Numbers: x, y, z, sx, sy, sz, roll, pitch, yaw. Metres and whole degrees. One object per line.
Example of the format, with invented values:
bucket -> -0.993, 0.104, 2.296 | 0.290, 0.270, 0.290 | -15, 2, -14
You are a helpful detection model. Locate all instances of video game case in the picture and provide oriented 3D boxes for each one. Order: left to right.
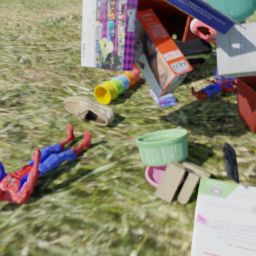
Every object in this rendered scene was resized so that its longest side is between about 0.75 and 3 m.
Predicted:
video game case -> -0.451, -2.177, 5.899 | 0.334, 1.865, 1.690 | -6, 16, -37

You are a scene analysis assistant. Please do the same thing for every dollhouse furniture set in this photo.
dollhouse furniture set -> 1.245, 1.236, 6.256 | 0.911, 0.781, 0.958 | 25, 11, 14

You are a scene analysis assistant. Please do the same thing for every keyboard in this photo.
keyboard -> 1.897, 0.587, 5.106 | 0.435, 0.166, 0.836 | 33, 40, -17

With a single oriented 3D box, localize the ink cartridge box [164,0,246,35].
ink cartridge box -> 1.270, -2.551, 5.772 | 1.795, 0.427, 1.816 | 19, 32, -24

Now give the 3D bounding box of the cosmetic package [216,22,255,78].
cosmetic package -> 3.449, -1.781, 6.176 | 2.659, 1.199, 1.420 | -4, 4, 31

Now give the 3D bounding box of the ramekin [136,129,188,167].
ramekin -> 0.840, 0.471, 6.716 | 1.236, 0.604, 1.236 | -10, 9, 2

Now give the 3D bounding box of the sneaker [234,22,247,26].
sneaker -> 6.369, -5.576, 15.693 | 2.691, 1.115, 0.954 | 11, 31, 14

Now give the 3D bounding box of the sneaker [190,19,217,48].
sneaker -> 2.456, -2.545, 7.896 | 1.564, 0.576, 0.678 | 25, 32, 1

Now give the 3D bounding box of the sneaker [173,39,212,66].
sneaker -> 1.614, -2.145, 8.597 | 2.085, 0.863, 0.748 | -5, 57, -13

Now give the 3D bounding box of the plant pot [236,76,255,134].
plant pot -> 4.032, -0.645, 8.132 | 1.463, 1.291, 1.465 | -5, 33, -8

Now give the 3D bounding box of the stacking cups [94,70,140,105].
stacking cups -> -0.254, -1.554, 10.162 | 0.694, 0.694, 2.294 | 20, 35, 27

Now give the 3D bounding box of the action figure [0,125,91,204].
action figure -> -2.062, 0.559, 6.306 | 0.944, 1.433, 2.894 | 18, 40, 25

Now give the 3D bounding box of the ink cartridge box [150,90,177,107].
ink cartridge box -> 1.223, -1.073, 9.768 | 0.620, 0.218, 1.038 | -9, 36, -13

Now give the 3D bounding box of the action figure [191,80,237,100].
action figure -> 3.237, -1.473, 10.159 | 1.955, 0.505, 0.639 | -13, 33, -24

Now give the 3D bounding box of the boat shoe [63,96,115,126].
boat shoe -> -1.283, -0.505, 8.528 | 1.744, 0.622, 0.563 | 15, 36, 19

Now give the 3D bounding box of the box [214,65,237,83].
box -> 4.101, -2.171, 10.678 | 1.434, 1.012, 0.566 | 12, 37, 18

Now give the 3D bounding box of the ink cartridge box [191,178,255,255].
ink cartridge box -> 1.756, 2.015, 4.553 | 1.406, 0.808, 2.401 | 9, 35, 14

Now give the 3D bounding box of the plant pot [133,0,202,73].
plant pot -> 1.758, -3.702, 11.641 | 2.850, 2.847, 2.511 | 28, 29, 35

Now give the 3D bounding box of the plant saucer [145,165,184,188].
plant saucer -> 0.832, 1.116, 6.447 | 0.876, 0.222, 0.876 | -1, 33, 0

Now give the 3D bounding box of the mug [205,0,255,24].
mug -> 2.711, -3.256, 7.204 | 1.271, 0.957, 1.547 | 15, 39, 42

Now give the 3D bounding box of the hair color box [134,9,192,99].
hair color box -> 0.591, -1.662, 6.341 | 0.553, 0.959, 1.728 | -24, 75, -27
